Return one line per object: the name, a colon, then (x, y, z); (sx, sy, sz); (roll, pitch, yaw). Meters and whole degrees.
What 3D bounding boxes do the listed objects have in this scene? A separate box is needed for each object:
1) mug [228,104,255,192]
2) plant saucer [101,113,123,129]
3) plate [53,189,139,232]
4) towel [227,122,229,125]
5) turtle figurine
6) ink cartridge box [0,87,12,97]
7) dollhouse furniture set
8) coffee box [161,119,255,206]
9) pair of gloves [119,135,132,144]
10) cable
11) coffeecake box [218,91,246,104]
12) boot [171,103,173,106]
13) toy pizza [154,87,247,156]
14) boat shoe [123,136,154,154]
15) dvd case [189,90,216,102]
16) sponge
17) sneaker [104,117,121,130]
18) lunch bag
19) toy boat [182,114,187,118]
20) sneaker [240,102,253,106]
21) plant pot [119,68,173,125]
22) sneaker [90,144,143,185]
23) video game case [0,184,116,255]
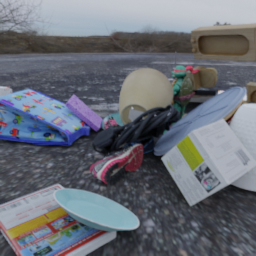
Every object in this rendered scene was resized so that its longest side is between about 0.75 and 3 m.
mug: (2.894, 0.300, 6.597); (1.445, 1.716, 1.957); (1, 14, -8)
plant saucer: (0.057, -0.224, 10.099); (2.087, 0.286, 2.087); (1, 19, 0)
plate: (-0.573, 1.467, 4.921); (1.592, 0.203, 1.592); (20, -1, 0)
towel: (3.657, -0.121, 9.866); (1.007, 0.520, 1.216); (-7, 22, -15)
turtle figurine: (1.560, -1.151, 9.469); (1.305, 2.592, 1.940); (17, 30, 42)
ink cartridge box: (-6.476, -1.873, 14.894); (0.997, 0.543, 0.251); (7, 20, 19)
dollhouse furniture set: (2.723, -1.323, 8.596); (2.419, 2.969, 2.823); (-31, 31, -29)
coffee box: (1.628, 0.701, 5.758); (1.160, 1.149, 1.162); (-16, 66, -39)
pair of gloves: (-0.097, 0.300, 9.145); (0.774, 0.160, 0.911); (-7, 19, -19)
cable: (0.392, 0.106, 7.479); (2.143, 0.667, 2.627); (-7, -16, -41)
coffeecake box: (4.733, -1.167, 12.650); (1.371, 0.652, 1.786); (6, 20, 18)
boot: (1.310, -1.061, 12.001); (1.724, 0.804, 2.230); (20, 32, 36)
toy pizza: (1.984, -0.081, 7.755); (2.981, 0.472, 2.981); (-38, 4, 3)
boat shoe: (0.210, 0.520, 7.971); (0.551, 0.449, 1.309); (24, 31, 35)
dvd case: (2.404, -1.492, 13.120); (2.994, 0.263, 2.136); (3, -2, 8)
sponge: (-1.502, -0.515, 9.714); (1.387, 0.207, 0.773); (40, 22, -12)
sneaker: (-0.496, -0.050, 8.689); (0.506, 0.611, 1.281); (-4, -1, -21)
lunch bag: (-2.643, -0.276, 9.430); (2.885, 1.357, 2.172); (13, 18, 8)
toy boat: (2.179, -0.234, 9.886); (0.351, 0.636, 0.756); (7, 27, 45)
sneaker: (3.614, 0.187, 7.615); (0.795, 1.099, 2.250); (-13, 43, -17)
plant pot: (0.378, -0.653, 7.740); (1.570, 1.570, 1.677); (5, 29, 13)
sneaker: (-0.202, 0.786, 6.935); (0.614, 0.663, 1.645); (15, 24, 38)
video game case: (-1.404, 1.697, 5.022); (1.459, 0.178, 2.040); (-15, 24, -39)
